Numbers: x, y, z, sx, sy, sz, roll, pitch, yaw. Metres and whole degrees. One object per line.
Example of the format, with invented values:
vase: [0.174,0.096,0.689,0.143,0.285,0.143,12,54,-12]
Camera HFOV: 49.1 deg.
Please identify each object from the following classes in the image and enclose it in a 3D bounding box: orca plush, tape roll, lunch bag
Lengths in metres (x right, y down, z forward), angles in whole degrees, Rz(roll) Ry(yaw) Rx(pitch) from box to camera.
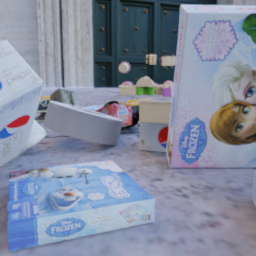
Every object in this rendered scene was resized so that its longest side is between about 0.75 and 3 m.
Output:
orca plush: [0.061,-0.102,9.230,0.967,0.654,1.839,39,-8,-23]
tape roll: [-1.161,-0.142,7.366,1.987,0.656,1.987,15,3,-1]
lunch bag: [-2.373,-0.852,10.871,0.859,1.232,1.034,-30,-25,34]

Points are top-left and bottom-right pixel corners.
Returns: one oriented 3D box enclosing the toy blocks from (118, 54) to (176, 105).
toy blocks: [0.900,-1.944,12.677,2.590,2.771,2.333,2,17,10]

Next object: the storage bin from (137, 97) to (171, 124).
storage bin: [0.896,-0.409,6.367,1.098,0.515,1.090,4,12,20]

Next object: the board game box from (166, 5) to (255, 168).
board game box: [2.239,-0.557,4.913,2.909,2.916,0.600,0,33,0]

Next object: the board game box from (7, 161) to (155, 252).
board game box: [-0.746,0.912,3.858,1.667,0.363,1.676,-3,11,-22]

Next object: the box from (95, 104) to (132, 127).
box: [-0.491,-0.330,8.837,0.649,0.621,1.302,5,-9,-31]

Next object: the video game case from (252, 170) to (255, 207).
video game case: [2.585,1.038,2.797,2.246,0.511,2.036,3,10,16]

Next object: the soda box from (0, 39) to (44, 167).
soda box: [-2.045,-0.170,4.388,0.777,0.831,2.440,-39,-5,-36]

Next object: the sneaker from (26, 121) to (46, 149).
sneaker: [-3.003,-0.085,6.848,2.396,0.960,0.843,-2,36,37]

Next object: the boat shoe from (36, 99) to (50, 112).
boat shoe: [-4.001,-1.132,14.051,2.174,0.672,0.814,1,15,20]

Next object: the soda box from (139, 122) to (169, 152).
soda box: [1.430,0.186,6.696,2.263,0.771,0.720,4,11,21]

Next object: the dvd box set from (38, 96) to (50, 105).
dvd box set: [-5.176,-1.327,14.924,2.615,0.384,1.913,-8,0,-38]

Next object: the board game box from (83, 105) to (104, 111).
board game box: [-1.472,-0.840,13.469,1.379,0.334,1.824,6,12,30]

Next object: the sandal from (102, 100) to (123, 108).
sandal: [-0.651,-0.640,10.737,1.133,0.757,2.772,4,16,26]

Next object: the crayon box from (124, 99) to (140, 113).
crayon box: [0.373,-0.851,10.732,0.892,0.357,1.405,-4,15,14]

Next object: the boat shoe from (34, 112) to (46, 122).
boat shoe: [-3.435,-0.470,11.366,0.410,0.363,1.121,7,14,18]
